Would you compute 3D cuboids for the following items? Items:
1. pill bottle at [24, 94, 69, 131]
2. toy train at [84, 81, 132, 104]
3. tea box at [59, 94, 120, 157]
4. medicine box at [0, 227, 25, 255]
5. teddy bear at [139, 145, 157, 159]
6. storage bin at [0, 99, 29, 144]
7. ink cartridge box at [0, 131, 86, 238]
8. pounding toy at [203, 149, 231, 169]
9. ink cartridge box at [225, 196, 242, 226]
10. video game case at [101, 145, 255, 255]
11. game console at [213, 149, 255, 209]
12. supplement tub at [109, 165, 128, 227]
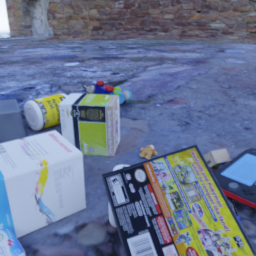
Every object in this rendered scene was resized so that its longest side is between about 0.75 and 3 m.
[{"bbox_3d":[-3.397,-0.836,13.003,1.360,1.360,2.444,20,30,38],"label":"pill bottle"},{"bbox_3d":[-1.168,-2.099,16.045,1.658,1.213,2.865,-7,28,-35],"label":"toy train"},{"bbox_3d":[-1.366,-0.134,10.535,1.969,2.002,1.337,4,25,8],"label":"tea box"},{"bbox_3d":[-2.777,2.731,5.741,1.086,0.559,0.989,-17,28,-35],"label":"medicine box"},{"bbox_3d":[0.750,0.881,10.373,0.634,0.292,0.874,22,32,37],"label":"teddy bear"},{"bbox_3d":[-4.980,-0.218,11.449,1.589,1.466,2.183,-11,25,-23],"label":"storage bin"},{"bbox_3d":[-2.590,1.399,7.266,2.435,1.778,1.786,-16,28,-32],"label":"ink cartridge box"},{"bbox_3d":[3.009,1.125,9.464,1.090,0.958,0.499,-6,65,-27],"label":"pounding toy"},{"bbox_3d":[2.378,2.274,7.065,0.736,0.346,1.566,2,23,6],"label":"ink cartridge box"},{"bbox_3d":[0.886,1.743,5.692,2.295,0.324,2.539,-17,56,-7],"label":"video game case"},{"bbox_3d":[3.679,1.340,7.649,2.395,0.372,2.118,-26,25,-32],"label":"game console"},{"bbox_3d":[0.651,1.708,6.877,2.098,1.521,1.521,2,23,5],"label":"supplement tub"}]
